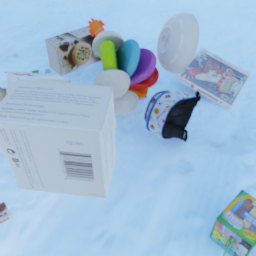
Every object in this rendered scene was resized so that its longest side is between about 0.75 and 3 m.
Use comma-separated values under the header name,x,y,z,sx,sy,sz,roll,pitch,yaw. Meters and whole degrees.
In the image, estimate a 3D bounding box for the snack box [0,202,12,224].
name,x,y,z,sx,sy,sz,roll,pitch,yaw
snack box,-4.067,2.671,7.745,1.531,0.186,0.551,-28,49,-27

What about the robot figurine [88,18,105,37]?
name,x,y,z,sx,sy,sz,roll,pitch,yaw
robot figurine,-1.251,-3.946,11.088,0.583,0.473,0.811,-42,96,-21

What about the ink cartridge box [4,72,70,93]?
name,x,y,z,sx,sy,sz,roll,pitch,yaw
ink cartridge box,-3.409,-1.570,10.418,1.912,0.802,1.679,-5,20,-38

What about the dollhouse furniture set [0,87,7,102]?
name,x,y,z,sx,sy,sz,roll,pitch,yaw
dollhouse furniture set,-4.101,-0.717,11.140,1.801,1.379,2.749,-5,20,-35

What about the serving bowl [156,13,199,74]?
name,x,y,z,sx,sy,sz,roll,pitch,yaw
serving bowl,1.612,-3.099,10.159,0.719,2.186,2.186,5,39,-23

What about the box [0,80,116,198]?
name,x,y,z,sx,sy,sz,roll,pitch,yaw
box,-1.920,0.355,8.243,2.914,2.899,1.905,5,43,5

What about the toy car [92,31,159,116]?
name,x,y,z,sx,sy,sz,roll,pitch,yaw
toy car,0.013,-2.003,9.914,2.115,2.821,2.469,-12,61,11

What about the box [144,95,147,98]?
name,x,y,z,sx,sy,sz,roll,pitch,yaw
box,0.114,-1.643,12.333,1.126,0.280,1.117,-14,43,-13

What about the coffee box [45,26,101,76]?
name,x,y,z,sx,sy,sz,roll,pitch,yaw
coffee box,-2.500,-3.873,13.834,2.759,1.560,1.101,-30,51,-28

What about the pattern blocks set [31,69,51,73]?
name,x,y,z,sx,sy,sz,roll,pitch,yaw
pattern blocks set,-4.177,-2.255,13.127,1.590,0.147,1.808,-11,43,-12

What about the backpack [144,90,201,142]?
name,x,y,z,sx,sy,sz,roll,pitch,yaw
backpack,1.392,-0.474,9.508,1.450,1.883,1.793,23,19,28

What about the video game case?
name,x,y,z,sx,sy,sz,roll,pitch,yaw
video game case,3.897,-2.333,12.595,2.676,0.338,2.937,33,51,12

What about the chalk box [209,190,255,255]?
name,x,y,z,sx,sy,sz,roll,pitch,yaw
chalk box,2.818,2.623,7.183,1.647,1.025,1.019,-31,51,-31
